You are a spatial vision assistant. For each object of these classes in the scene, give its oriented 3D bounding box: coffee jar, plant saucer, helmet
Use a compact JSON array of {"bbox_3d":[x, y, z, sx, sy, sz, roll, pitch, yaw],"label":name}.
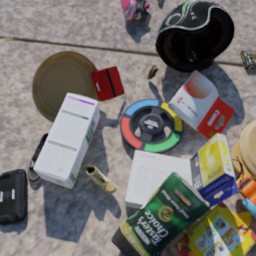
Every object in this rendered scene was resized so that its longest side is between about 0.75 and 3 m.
[{"bbox_3d":[0.837,2.574,7.679,1.384,1.132,2.654,44,93,13],"label":"coffee jar"},{"bbox_3d":[-2.193,-1.406,10.013,2.632,2.632,0.466,-40,34,-21],"label":"plant saucer"},{"bbox_3d":[2.626,-3.683,11.036,2.727,2.727,2.600,32,60,17],"label":"helmet"}]

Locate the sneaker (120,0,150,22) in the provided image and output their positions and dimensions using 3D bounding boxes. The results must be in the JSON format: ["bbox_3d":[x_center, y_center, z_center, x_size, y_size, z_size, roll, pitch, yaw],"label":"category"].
[{"bbox_3d":[0.400,-6.115,13.538,1.294,1.072,2.713,7,58,-21],"label":"sneaker"}]

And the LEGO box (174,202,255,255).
[{"bbox_3d":[2.472,3.203,7.859,1.855,0.716,1.381,-30,63,-28],"label":"LEGO box"}]

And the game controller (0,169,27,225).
[{"bbox_3d":[-3.701,2.157,8.928,0.921,0.372,1.765,-16,59,8],"label":"game controller"}]

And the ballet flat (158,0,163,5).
[{"bbox_3d":[1.643,-6.597,14.039,0.329,0.339,0.952,5,59,12],"label":"ballet flat"}]

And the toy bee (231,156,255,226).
[{"bbox_3d":[3.890,1.956,8.449,1.909,1.585,2.917,-22,92,3],"label":"toy bee"}]

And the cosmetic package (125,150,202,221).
[{"bbox_3d":[1.202,1.793,8.930,2.346,0.606,1.769,10,62,6],"label":"cosmetic package"}]

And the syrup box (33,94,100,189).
[{"bbox_3d":[-1.912,0.395,9.255,1.156,1.118,2.840,17,66,4],"label":"syrup box"}]

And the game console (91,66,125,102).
[{"bbox_3d":[-0.759,-1.668,10.596,0.986,0.679,1.145,-16,100,6],"label":"game console"}]

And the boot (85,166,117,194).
[{"bbox_3d":[-0.853,1.602,8.765,1.036,0.806,0.377,26,66,40],"label":"boot"}]

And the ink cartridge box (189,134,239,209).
[{"bbox_3d":[2.313,1.283,7.892,0.389,1.637,1.656,13,53,-14],"label":"ink cartridge box"}]

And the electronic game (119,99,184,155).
[{"bbox_3d":[0.850,-0.092,10.115,2.326,0.484,2.326,0,60,0],"label":"electronic game"}]

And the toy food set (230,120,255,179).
[{"bbox_3d":[5.100,0.895,9.419,2.771,0.681,2.799,32,64,17],"label":"toy food set"}]

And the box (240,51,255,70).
[{"bbox_3d":[5.262,-2.888,11.920,0.753,0.233,0.943,-2,59,-3],"label":"box"}]

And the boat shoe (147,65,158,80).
[{"bbox_3d":[0.959,-2.213,11.164,0.275,0.763,0.258,-9,65,-26],"label":"boat shoe"}]

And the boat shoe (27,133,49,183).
[{"bbox_3d":[-3.000,0.969,9.476,0.585,0.499,1.750,11,60,5],"label":"boat shoe"}]

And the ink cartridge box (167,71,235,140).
[{"bbox_3d":[2.751,-0.766,10.116,2.177,0.546,1.765,37,69,3],"label":"ink cartridge box"}]
